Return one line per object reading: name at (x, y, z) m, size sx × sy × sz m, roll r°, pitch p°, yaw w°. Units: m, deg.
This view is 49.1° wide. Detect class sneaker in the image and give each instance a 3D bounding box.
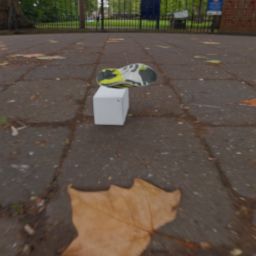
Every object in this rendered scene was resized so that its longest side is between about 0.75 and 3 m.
sneaker at (-0.029, -2.055, 11.471) m, size 2.405 × 0.896 × 1.018 m, roll 1°, pitch -2°, yaw 7°

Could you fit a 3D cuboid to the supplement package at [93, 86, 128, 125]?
supplement package at (-0.752, -1.190, 13.316) m, size 1.338 × 1.333 × 2.280 m, roll 2°, pitch 24°, yaw 6°
